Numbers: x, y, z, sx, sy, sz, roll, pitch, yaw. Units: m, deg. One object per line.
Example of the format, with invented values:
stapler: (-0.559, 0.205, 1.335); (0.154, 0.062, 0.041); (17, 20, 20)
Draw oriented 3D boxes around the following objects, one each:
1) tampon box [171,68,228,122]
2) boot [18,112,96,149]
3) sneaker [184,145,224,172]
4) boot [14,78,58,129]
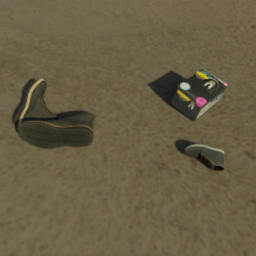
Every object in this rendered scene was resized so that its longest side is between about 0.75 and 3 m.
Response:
tampon box: (2.690, -1.272, 10.659); (1.627, 1.027, 1.219); (-35, 66, -29)
boot: (-2.338, -0.056, 9.700); (2.439, 0.945, 1.687); (8, 28, -3)
sneaker: (2.468, 0.968, 9.012); (1.303, 0.487, 0.692); (7, 44, 5)
boot: (-3.054, -0.741, 10.338); (1.457, 0.816, 2.107); (13, 71, 10)
